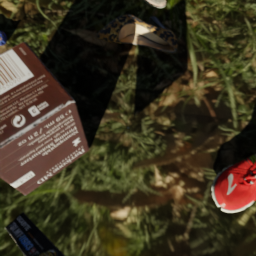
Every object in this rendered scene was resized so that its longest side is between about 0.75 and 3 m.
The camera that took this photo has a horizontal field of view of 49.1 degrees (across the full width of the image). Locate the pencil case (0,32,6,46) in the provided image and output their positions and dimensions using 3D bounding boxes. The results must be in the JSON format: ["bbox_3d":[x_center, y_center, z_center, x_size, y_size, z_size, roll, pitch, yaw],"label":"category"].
[{"bbox_3d":[-4.987,-3.363,10.032,1.256,0.490,0.546,21,68,10],"label":"pencil case"}]

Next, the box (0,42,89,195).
[{"bbox_3d":[-2.614,-0.115,7.051,2.247,2.708,2.224,-36,68,-17],"label":"box"}]

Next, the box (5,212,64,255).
[{"bbox_3d":[-0.984,2.148,4.091,0.402,1.618,1.605,-41,28,-27],"label":"box"}]

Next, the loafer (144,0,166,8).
[{"bbox_3d":[0.786,-5.547,11.111,0.721,0.631,2.006,-31,66,-15],"label":"loafer"}]

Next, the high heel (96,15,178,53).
[{"bbox_3d":[0.372,-3.039,9.582,2.569,0.917,1.831,-18,57,-19],"label":"high heel"}]

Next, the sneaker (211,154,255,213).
[{"bbox_3d":[3.431,1.060,7.249,2.971,1.262,1.144,-30,66,-15],"label":"sneaker"}]
